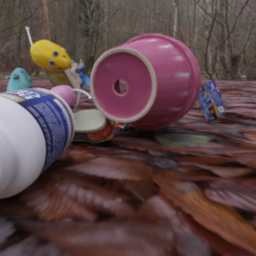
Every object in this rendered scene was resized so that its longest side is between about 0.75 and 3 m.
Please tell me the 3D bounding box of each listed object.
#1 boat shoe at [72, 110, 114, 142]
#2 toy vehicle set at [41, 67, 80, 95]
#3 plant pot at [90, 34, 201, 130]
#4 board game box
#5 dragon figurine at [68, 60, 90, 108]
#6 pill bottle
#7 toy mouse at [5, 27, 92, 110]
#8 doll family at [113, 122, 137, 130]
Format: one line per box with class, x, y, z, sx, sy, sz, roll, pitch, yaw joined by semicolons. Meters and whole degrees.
boat shoe;-1.456;-0.032;6.799;2.271;0.808;0.710;1;-29;19
toy vehicle set;-1.704;-1.256;7.025;0.666;1.072;0.142;4;50;27
plant pot;0.320;-1.035;6.613;2.418;2.418;2.164;5;13;24
board game box;2.507;-0.740;8.764;0.339;1.100;1.099;-18;-11;-17
dragon figurine;-1.999;-1.931;11.563;0.673;2.286;1.137;-20;-12;14
pill bottle;-1.719;0.172;4.066;1.362;1.362;2.453;1;12;3
toy mouse;-2.045;-0.813;6.297;2.518;2.238;0.487;33;12;19
doll family;-0.110;-0.185;8.069;0.515;0.374;0.830;14;12;35
